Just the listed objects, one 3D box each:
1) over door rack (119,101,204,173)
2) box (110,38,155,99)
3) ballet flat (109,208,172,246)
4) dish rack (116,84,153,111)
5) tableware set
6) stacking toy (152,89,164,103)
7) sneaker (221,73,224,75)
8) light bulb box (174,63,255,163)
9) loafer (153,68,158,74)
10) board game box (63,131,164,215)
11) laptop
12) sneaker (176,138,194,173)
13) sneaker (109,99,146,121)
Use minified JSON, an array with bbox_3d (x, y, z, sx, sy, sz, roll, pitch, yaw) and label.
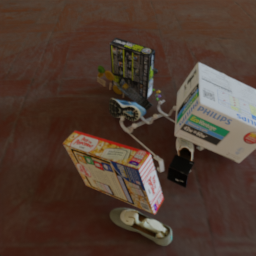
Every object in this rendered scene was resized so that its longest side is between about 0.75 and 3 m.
[{"bbox_3d":[1.281,0.074,10.934,2.152,0.970,2.913,-23,47,-21],"label":"over door rack"},{"bbox_3d":[0.173,-2.635,12.646,1.963,2.450,0.542,24,54,20],"label":"box"},{"bbox_3d":[0.374,2.793,8.351,2.033,0.648,0.685,20,48,19],"label":"ballet flat"},{"bbox_3d":[0.218,-1.415,12.137,0.443,1.623,1.245,-52,30,8],"label":"dish rack"},{"bbox_3d":[-0.737,-2.191,13.000,1.683,1.134,0.258,33,59,13],"label":"tableware set"},{"bbox_3d":[1.351,-1.465,12.651,0.179,0.574,0.762,-31,24,-6],"label":"stacking toy"},{"bbox_3d":[4.687,-1.195,12.436,1.273,1.082,2.876,-42,60,-9],"label":"sneaker"},{"bbox_3d":[3.345,-0.607,10.428,2.741,1.725,2.765,23,42,-7],"label":"light bulb box"},{"bbox_3d":[0.975,-2.823,14.394,1.191,0.434,0.431,-5,58,-13],"label":"loafer"},{"bbox_3d":[-0.448,1.315,8.392,2.771,2.099,0.642,14,49,33],"label":"board game box"},{"bbox_3d":[1.766,1.462,9.454,0.736,0.830,0.429,22,34,32],"label":"laptop"},{"bbox_3d":[2.143,0.753,10.393,0.662,0.770,1.819,-1,43,5],"label":"sneaker"},{"bbox_3d":[-0.057,-0.781,11.968,1.959,0.768,0.881,25,27,38],"label":"sneaker"}]
